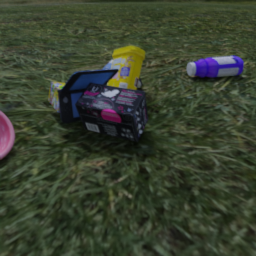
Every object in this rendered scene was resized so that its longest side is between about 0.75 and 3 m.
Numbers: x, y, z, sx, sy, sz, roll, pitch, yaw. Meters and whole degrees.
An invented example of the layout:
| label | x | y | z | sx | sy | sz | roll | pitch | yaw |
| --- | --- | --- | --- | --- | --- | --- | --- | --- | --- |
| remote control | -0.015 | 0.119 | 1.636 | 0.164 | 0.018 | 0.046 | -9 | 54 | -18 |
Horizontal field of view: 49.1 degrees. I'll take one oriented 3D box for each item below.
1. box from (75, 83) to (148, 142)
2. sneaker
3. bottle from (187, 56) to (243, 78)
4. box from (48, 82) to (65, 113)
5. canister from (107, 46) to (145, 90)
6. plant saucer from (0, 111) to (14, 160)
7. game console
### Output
| label | x | y | z | sx | sy | sz | roll | pitch | yaw |
| --- | --- | --- | --- | --- | --- | --- | --- | --- | --- |
| box | -0.449 | -0.501 | 8.707 | 1.900 | 1.255 | 1.090 | 13 | 53 | 21 |
| sneaker | -0.297 | -2.274 | 12.612 | 0.968 | 0.951 | 2.512 | -38 | 42 | -16 |
| bottle | 4.178 | -2.929 | 13.568 | 2.635 | 0.860 | 1.100 | -8 | 31 | -13 |
| box | -2.066 | -1.071 | 10.033 | 1.212 | 0.739 | 1.168 | 0 | 26 | -35 |
| canister | -0.156 | -2.000 | 10.658 | 0.820 | 1.894 | 1.406 | 17 | -7 | -39 |
| plant saucer | -4.200 | 0.176 | 7.614 | 2.041 | 0.517 | 2.041 | 26 | 42 | -27 |
| game console | -1.198 | -1.029 | 9.018 | 1.096 | 1.581 | 1.852 | 6 | 16 | 44 |
